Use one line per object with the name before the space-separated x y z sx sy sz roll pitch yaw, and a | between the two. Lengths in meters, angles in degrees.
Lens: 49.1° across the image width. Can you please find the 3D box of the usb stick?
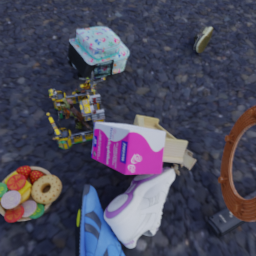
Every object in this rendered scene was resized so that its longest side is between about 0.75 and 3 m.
usb stick | 3.068 2.235 7.545 2.062 0.336 0.572 -23 53 -17

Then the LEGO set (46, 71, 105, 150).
LEGO set | -1.686 -0.727 9.148 2.020 1.522 2.627 -4 52 -4

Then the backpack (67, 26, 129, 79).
backpack | -1.064 -2.924 10.821 2.125 1.600 1.886 -17 55 -37

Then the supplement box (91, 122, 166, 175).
supplement box | -0.078 0.488 7.576 1.117 1.093 2.161 4 3 -31

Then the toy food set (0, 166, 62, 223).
toy food set | -2.862 1.807 7.836 1.710 0.416 1.692 31 58 22

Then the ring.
ring | 2.940 0.805 6.922 0.278 2.901 2.901 12 51 -6

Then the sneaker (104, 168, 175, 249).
sneaker | 0.478 2.018 7.478 2.644 0.990 1.317 -34 101 -41

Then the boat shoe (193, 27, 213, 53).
boat shoe | 3.175 -3.883 12.276 0.612 0.665 1.862 19 50 24

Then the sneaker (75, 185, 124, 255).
sneaker | -0.718 2.753 6.863 1.123 0.944 2.864 5 48 -17

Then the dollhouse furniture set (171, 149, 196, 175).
dollhouse furniture set | 1.657 1.014 8.143 0.507 0.780 0.716 34 79 21

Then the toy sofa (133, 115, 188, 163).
toy sofa | 0.801 0.428 8.221 0.836 0.985 2.020 8 17 -23
